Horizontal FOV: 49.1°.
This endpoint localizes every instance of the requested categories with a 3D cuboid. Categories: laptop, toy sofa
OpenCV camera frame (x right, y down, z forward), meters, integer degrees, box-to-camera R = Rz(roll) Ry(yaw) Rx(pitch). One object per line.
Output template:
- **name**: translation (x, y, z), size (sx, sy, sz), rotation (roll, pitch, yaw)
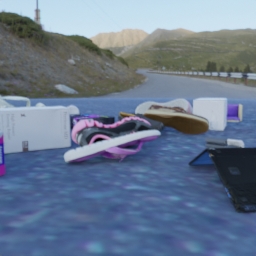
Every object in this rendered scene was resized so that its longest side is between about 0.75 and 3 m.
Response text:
- **laptop**: translation (2.164, 0.874, 4.662), size (1.789, 1.043, 2.019), rotation (-1, 34, -4)
- **toy sofa**: translation (4.609, -0.769, 13.944), size (1.970, 0.816, 0.961), rotation (3, 7, 20)

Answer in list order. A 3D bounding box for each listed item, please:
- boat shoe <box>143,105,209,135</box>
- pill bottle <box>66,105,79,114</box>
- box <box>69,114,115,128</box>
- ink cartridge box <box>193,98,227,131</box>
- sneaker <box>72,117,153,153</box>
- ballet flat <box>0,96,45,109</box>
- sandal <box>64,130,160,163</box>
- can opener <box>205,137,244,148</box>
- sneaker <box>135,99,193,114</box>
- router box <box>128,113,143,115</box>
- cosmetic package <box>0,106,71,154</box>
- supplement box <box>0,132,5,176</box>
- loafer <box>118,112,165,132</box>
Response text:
- **boat shoe**: translation (1.726, -0.426, 9.843), size (2.385, 0.860, 0.858), rotation (9, 50, 32)
- **pill bottle**: translation (-3.008, -0.853, 14.942), size (0.711, 0.711, 1.250), rotation (-2, 8, -14)
- **box**: translation (-1.960, -0.321, 11.776), size (1.725, 0.436, 2.413), rotation (-6, 8, -41)
- **ink cartridge box**: translation (3.310, -0.586, 11.239), size (1.171, 1.176, 1.603), rotation (3, 8, 22)
- **sneaker**: translation (-0.269, 0.292, 7.060), size (2.161, 0.854, 1.031), rotation (-6, 27, -22)
- **ballet flat**: translation (-3.079, -0.433, 8.764), size (0.977, 0.977, 2.724), rotation (7, -7, 42)
- **sandal**: translation (-0.298, 0.509, 6.070), size (2.110, 0.518, 0.858), rotation (-14, -5, -7)
- **can opener**: translation (2.434, 0.424, 7.182), size (0.364, 0.289, 1.096), rotation (-13, 13, -36)
- **sneaker**: translation (1.754, -0.662, 13.028), size (2.679, 1.008, 1.401), rotation (-7, -15, 32)
- **router box**: translation (0.753, -0.339, 11.696), size (1.357, 0.421, 1.017), rotation (6, -1, 33)
- **cosmetic package**: translation (-2.639, 0.021, 7.250), size (2.174, 1.105, 0.805), rotation (-6, 10, -27)
- **supplement box**: translation (-2.845, 0.536, 4.439), size (0.847, 0.829, 1.639), rotation (2, 8, 13)
- **loafer**: translation (0.350, -0.161, 9.475), size (1.913, 0.692, 0.696), rotation (3, 27, 39)
